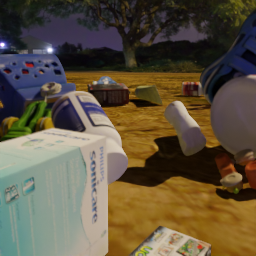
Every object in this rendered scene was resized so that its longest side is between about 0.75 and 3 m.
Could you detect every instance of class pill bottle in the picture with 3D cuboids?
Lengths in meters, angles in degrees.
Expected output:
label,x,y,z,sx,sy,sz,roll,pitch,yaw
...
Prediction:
label,x,y,z,sx,sy,sz,roll,pitch,yaw
pill bottle,-0.537,0.125,3.775,0.737,0.737,1.273,-7,42,-28
pill bottle,3.654,-2.147,15.475,1.276,0.729,0.729,4,14,20
pill bottle,3.261,-0.346,6.033,2.778,1.609,1.609,-8,16,-34

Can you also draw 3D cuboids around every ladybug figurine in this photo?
label,x,y,z,sx,sy,sz,roll,pitch,yaw
ladybug figurine,-4.032,-1.712,10.051,2.622,1.780,0.943,-2,7,33

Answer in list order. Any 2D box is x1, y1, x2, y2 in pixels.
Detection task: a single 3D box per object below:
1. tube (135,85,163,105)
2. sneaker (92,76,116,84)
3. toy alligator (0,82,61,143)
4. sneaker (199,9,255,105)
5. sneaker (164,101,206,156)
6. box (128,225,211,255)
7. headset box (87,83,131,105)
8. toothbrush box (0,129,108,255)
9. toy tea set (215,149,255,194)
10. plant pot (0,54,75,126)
label,x,y,z,sx,sy,sz,roll,pitch,yaw
tube,0.985,-1.600,13.133,0.713,0.638,2.459,22,3,-18
sneaker,-1.120,-2.139,15.076,1.122,1.009,2.728,6,20,9
toy alligator,-1.769,0.077,5.204,0.925,0.671,2.792,1,37,14
sneaker,2.690,-1.532,6.350,1.014,2.744,1.128,27,42,-7
sneaker,1.060,-0.011,5.259,0.490,0.769,1.331,-28,-30,2
box,0.267,1.242,2.414,0.570,0.180,1.035,9,16,35
headset box,-0.834,-1.524,12.542,1.888,0.729,1.405,-4,20,-9
toothbrush box,-0.879,0.776,2.119,0.714,1.226,1.675,8,16,30
toy tea set,1.803,0.719,4.459,0.706,0.439,1.187,-27,11,14
plant pot,-2.342,-0.690,6.886,1.717,1.717,1.544,-16,52,-42
